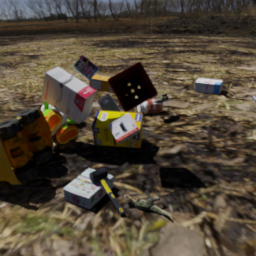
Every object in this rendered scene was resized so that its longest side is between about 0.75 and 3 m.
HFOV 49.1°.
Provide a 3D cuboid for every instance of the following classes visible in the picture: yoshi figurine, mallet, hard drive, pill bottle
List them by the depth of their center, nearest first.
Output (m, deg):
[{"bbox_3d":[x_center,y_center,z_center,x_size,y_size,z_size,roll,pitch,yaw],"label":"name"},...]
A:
[{"bbox_3d":[-0.553,1.609,7.021,0.471,0.294,1.430,-9,46,-26],"label":"mallet"},{"bbox_3d":[-0.700,-0.798,10.423,0.581,0.862,0.182,-36,-10,8],"label":"hard drive"},{"bbox_3d":[-2.650,-0.619,11.025,1.661,1.668,2.967,0,20,-21],"label":"yoshi figurine"},{"bbox_3d":[1.010,-0.994,12.899,1.107,0.621,0.621,-7,25,-13],"label":"pill bottle"}]

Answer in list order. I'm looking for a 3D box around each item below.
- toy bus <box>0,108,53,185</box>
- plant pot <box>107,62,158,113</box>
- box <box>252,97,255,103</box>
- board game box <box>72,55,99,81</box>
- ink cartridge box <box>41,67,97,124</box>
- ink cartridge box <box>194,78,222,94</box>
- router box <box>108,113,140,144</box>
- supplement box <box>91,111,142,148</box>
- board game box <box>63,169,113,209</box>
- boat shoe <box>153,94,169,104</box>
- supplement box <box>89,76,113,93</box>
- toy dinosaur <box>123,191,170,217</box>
[{"bbox_3d":[-3.748,0.602,8.404,2.390,1.689,2.489,-11,19,15],"label":"toy bus"},{"bbox_3d":[0.128,-1.137,8.252,1.077,1.076,0.949,-29,0,0],"label":"plant pot"},{"bbox_3d":[6.806,-1.403,14.392,0.568,0.157,0.832,2,24,3],"label":"box"},{"bbox_3d":[-1.457,-2.065,9.628,0.751,0.554,0.241,38,-9,-9],"label":"board game box"},{"bbox_3d":[-2.041,-1.115,9.536,1.664,1.208,0.694,33,43,9],"label":"ink cartridge box"},{"bbox_3d":[4.619,-2.409,16.119,1.404,0.594,1.015,9,26,23],"label":"ink cartridge box"},{"bbox_3d":[-0.145,0.020,9.095,0.808,0.197,0.725,-31,61,-2],"label":"router box"},{"bbox_3d":[-0.355,0.050,9.939,1.660,0.904,0.909,3,42,8],"label":"supplement box"},{"bbox_3d":[-1.029,1.577,7.416,0.831,0.362,1.127,12,25,27],"label":"board game box"},{"bbox_3d":[1.438,-1.261,12.244,0.390,0.326,1.090,5,19,37],"label":"boat shoe"},{"bbox_3d":[-1.265,-2.552,16.329,2.139,0.736,0.712,17,28,30],"label":"supplement box"},{"bbox_3d":[0.528,1.835,6.934,1.253,0.297,0.552,12,41,24],"label":"toy dinosaur"}]
